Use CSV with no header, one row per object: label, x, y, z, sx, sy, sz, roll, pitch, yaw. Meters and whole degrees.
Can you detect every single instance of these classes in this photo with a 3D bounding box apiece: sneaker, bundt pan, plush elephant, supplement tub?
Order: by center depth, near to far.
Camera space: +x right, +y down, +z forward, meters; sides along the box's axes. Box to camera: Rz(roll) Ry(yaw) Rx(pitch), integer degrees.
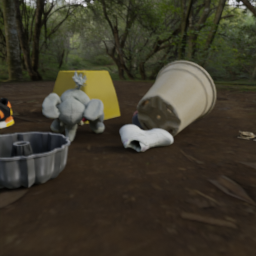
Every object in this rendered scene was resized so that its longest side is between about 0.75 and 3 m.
bundt pan,-2.410,0.732,6.419,2.188,0.821,2.188,-1,13,0
sneaker,0.581,0.446,8.576,1.732,0.648,0.863,7,45,-17
plush elephant,-1.861,-0.457,9.571,2.038,2.475,1.916,7,31,-1
sneaker,-5.452,-0.489,10.847,0.994,1.278,2.841,1,13,5
supplement tub,0.712,-0.411,11.490,0.861,0.861,1.610,5,13,23

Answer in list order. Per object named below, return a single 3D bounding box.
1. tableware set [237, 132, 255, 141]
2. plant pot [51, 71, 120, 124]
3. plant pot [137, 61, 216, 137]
tableware set,4.499,0.271,9.900,1.049,0.210,0.693,11,17,42
plant pot,-2.148,-1.659,13.841,2.598,2.292,2.598,9,16,34
plant pot,1.603,-0.863,10.250,2.525,2.525,2.311,8,34,33
